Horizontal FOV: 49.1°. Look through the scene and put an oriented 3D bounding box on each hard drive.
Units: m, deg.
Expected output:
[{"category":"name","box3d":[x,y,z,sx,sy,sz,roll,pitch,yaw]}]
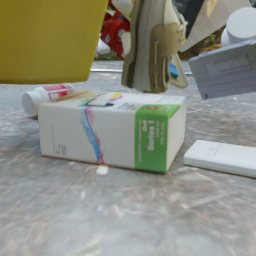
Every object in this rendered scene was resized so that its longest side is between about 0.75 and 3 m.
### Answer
[{"category":"hard drive","box3d":[2.213,0.630,5.857,1.813,0.238,1.196,8,18,26]},{"category":"hard drive","box3d":[1.036,-3.127,5.959,1.417,2.030,0.334,21,28,-3]}]

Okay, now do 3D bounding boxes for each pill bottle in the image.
[{"category":"pill bottle","box3d":[2.797,-1.955,6.754,1.039,1.039,1.865,7,-15,22]},{"category":"pill bottle","box3d":[-2.764,-0.994,10.004,1.011,1.011,1.800,15,22,40]}]

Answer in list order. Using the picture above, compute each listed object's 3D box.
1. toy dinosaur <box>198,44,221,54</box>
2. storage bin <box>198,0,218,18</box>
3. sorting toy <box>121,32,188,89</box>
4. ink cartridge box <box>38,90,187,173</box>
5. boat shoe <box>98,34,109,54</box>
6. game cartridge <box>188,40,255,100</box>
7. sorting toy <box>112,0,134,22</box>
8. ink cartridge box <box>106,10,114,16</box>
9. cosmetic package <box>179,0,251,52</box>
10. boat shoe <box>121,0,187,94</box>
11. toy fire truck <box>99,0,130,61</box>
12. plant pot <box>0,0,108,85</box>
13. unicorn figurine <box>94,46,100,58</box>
[{"category":"toy dinosaur","box3d":[3.270,-2.621,9.499,2.638,0.797,1.401,-34,16,-31]},{"category":"storage bin","box3d":[1.942,-4.060,8.225,1.420,0.666,1.410,20,69,24]},{"category":"sorting toy","box3d":[0.689,-2.151,7.748,1.765,0.317,2.369,13,45,-24]},{"category":"ink cartridge box","box3d":[-0.273,-0.084,6.523,2.903,1.219,2.102,6,17,19]},{"category":"boat shoe","box3d":[-0.928,-3.767,11.806,0.517,0.543,1.509,-4,56,14]},{"category":"game cartridge","box3d":[2.184,-1.206,5.950,1.644,1.066,0.316,-5,25,44]},{"category":"sorting toy","box3d":[0.228,-3.454,7.517,1.242,1.379,0.737,33,24,9]},{"category":"ink cartridge box","box3d":[-0.196,-3.914,10.463,1.171,0.676,1.609,17,21,16]},{"category":"cosmetic package","box3d":[2.525,-3.802,9.320,2.546,1.291,0.907,-31,15,13]},{"category":"boat shoe","box3d":[0.525,-1.627,4.636,0.896,2.620,0.979,19,55,6]},{"category":"toy fire truck","box3d":[0.008,-3.196,8.565,1.110,1.979,1.662,41,10,35]},{"category":"plant pot","box3d":[-1.966,-2.499,6.262,2.600,2.947,2.948,12,21,-16]},{"category":"unicorn figurine","box3d":[-1.380,-3.473,10.236,0.902,1.678,2.444,-10,2,-32]}]
